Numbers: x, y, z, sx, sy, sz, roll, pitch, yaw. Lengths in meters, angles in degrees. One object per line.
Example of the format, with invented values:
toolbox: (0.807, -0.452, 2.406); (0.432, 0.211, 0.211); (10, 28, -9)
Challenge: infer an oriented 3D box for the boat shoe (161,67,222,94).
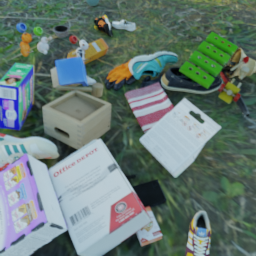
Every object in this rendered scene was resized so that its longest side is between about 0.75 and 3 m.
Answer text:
boat shoe: (2.420, -1.795, 10.254); (2.419, 0.753, 0.903); (1, 51, -14)

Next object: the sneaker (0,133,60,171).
sneaker: (-3.137, 0.831, 8.020); (2.349, 0.827, 1.098); (7, 55, 9)

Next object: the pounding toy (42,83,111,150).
pounding toy: (-1.574, -0.557, 9.093); (2.107, 1.097, 2.398); (23, 38, 23)

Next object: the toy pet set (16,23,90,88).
toy pet set: (-2.158, -2.445, 9.306); (1.248, 2.194, 2.350); (-14, -5, 42)

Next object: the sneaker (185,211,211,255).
sneaker: (1.549, 2.535, 6.168); (0.529, 0.636, 1.412); (5, 45, 7)

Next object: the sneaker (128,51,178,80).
sneaker: (1.011, -2.344, 10.744); (2.081, 0.806, 0.829); (-18, 77, -20)

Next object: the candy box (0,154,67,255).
candy box: (-2.747, 2.012, 6.322); (2.249, 0.805, 1.887); (-34, 53, 2)

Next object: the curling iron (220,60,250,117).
curling iron: (3.845, -1.482, 10.175); (0.368, 0.713, 2.877); (11, 48, -11)

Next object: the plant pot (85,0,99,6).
plant pot: (-1.931, -6.979, 15.180); (0.895, 0.603, 0.895); (-3, 36, 2)

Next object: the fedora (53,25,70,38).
fedora: (-3.099, -4.473, 13.086); (0.835, 0.377, 0.739); (16, 49, 15)

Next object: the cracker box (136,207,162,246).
cracker box: (0.428, 2.408, 6.890); (0.541, 0.233, 0.808); (-16, 50, -14)

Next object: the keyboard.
keyboard: (0.008, 1.762, 7.523); (1.819, 0.187, 1.156); (-14, 55, -13)

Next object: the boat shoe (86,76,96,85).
boat shoe: (-1.663, -1.867, 10.765); (0.847, 0.283, 0.312); (11, 48, 10)

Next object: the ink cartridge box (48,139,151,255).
ink cartridge box: (-0.762, 1.655, 6.807); (1.676, 0.946, 2.283); (-33, 53, -3)

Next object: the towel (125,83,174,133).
towel: (0.791, -0.739, 9.494); (1.324, 0.209, 1.838); (-19, 53, -7)

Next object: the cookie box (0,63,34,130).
cookie box: (-3.520, -1.038, 8.900); (0.664, 1.511, 1.766); (8, 33, -8)

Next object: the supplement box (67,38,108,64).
supplement box: (-1.669, -3.066, 11.566); (1.702, 0.566, 0.585); (-36, 87, -27)

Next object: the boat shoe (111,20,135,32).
boat shoe: (-0.218, -5.034, 13.562); (1.234, 0.428, 0.437); (15, 49, 13)

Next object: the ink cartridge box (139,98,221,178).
ink cartridge box: (1.480, 0.256, 8.063); (1.855, 0.465, 1.493); (-42, 58, -3)

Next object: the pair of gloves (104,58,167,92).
pair of gloves: (0.385, -1.833, 10.703); (2.342, 0.290, 2.086); (30, 56, 24)

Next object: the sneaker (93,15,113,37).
sneaker: (-1.204, -4.732, 13.252); (0.758, 0.589, 1.684); (-17, 47, -2)

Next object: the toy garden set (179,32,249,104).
toy garden set: (3.285, -2.105, 10.026); (2.152, 0.515, 2.582); (35, 59, 11)

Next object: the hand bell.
hand bell: (5.118, -2.204, 10.790); (2.221, 1.157, 1.157); (15, 48, -2)
